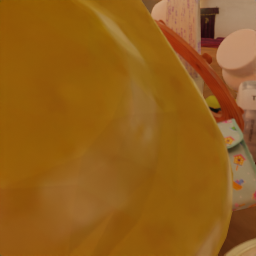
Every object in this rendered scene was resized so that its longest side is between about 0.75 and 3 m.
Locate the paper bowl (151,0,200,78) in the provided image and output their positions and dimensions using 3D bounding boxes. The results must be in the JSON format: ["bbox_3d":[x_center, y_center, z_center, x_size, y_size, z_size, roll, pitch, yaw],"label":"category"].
[{"bbox_3d":[1.621,-3.110,9.372,1.514,2.912,2.912,2,20,15],"label":"paper bowl"}]

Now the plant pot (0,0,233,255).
[{"bbox_3d":[-1.324,0.191,1.073,2.616,2.633,2.694,-26,-11,-34],"label":"plant pot"}]

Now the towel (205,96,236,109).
[{"bbox_3d":[2.982,-0.654,9.414,1.114,0.234,2.589,14,24,25],"label":"towel"}]

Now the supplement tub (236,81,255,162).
[{"bbox_3d":[3.544,-0.024,5.517,2.738,1.677,1.677,6,21,19],"label":"supplement tub"}]

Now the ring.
[{"bbox_3d":[1.155,-0.926,5.097,0.255,2.656,2.656,-42,25,2],"label":"ring"}]

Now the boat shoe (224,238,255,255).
[{"bbox_3d":[0.969,1.647,2.633,1.695,0.612,0.551,-17,34,-31],"label":"boat shoe"}]

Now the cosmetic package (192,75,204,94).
[{"bbox_3d":[1.663,-1.819,11.414,1.369,0.966,2.644,-11,23,-27],"label":"cosmetic package"}]

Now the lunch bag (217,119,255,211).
[{"bbox_3d":[1.136,0.518,3.773,1.031,1.210,0.738,-19,-26,15],"label":"lunch bag"}]

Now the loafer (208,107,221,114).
[{"bbox_3d":[1.971,-0.026,6.912,2.729,0.993,0.986,-6,-2,-24],"label":"loafer"}]

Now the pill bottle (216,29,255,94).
[{"bbox_3d":[3.758,-1.566,8.123,2.862,1.593,1.593,26,-2,-43],"label":"pill bottle"}]
